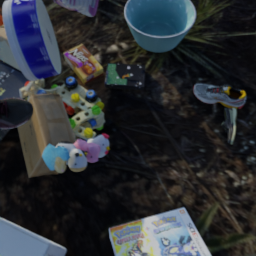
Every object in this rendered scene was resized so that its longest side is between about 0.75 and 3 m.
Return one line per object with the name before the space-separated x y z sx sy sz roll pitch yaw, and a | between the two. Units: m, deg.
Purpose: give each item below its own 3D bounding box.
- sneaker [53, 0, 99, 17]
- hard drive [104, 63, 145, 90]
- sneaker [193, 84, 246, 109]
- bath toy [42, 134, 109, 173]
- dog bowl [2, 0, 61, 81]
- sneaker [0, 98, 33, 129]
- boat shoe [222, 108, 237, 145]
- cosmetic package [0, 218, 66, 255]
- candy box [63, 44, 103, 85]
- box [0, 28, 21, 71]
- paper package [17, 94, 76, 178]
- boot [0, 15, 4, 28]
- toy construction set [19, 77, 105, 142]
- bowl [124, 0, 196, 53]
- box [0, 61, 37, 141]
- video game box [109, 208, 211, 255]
sneaker | -1.639 -3.571 7.208 1.060 2.398 0.964 17 99 13
hard drive | -0.099 -1.861 10.167 1.417 0.268 0.990 4 63 1
sneaker | 3.133 -1.223 9.580 1.803 0.741 0.702 13 64 7
bath toy | -0.950 0.496 6.066 0.658 1.781 0.775 -47 74 25
dog bowl | -2.020 -1.917 6.075 0.665 1.689 1.689 -13 64 -2
sneaker | -3.283 -0.334 6.398 1.975 1.141 0.747 -7 87 -3
boat shoe | 3.294 -0.076 9.183 0.442 0.480 1.344 7 62 14
cosmetic package | -2.883 3.497 6.568 1.821 1.832 2.189 20 64 11
candy box | -1.649 -2.366 10.345 0.846 0.409 1.450 -32 69 -15
box | -3.792 -2.699 9.878 2.239 0.870 1.063 28 31 16
paper package | -2.428 0.251 8.210 0.958 1.766 1.852 -3 58 -39
boot | -5.604 -4.187 11.106 1.336 0.717 0.501 -25 67 -10
toy construction set | -1.946 -0.628 9.028 2.945 1.357 1.931 40 67 6
bowl | 1.133 -3.872 10.584 2.556 1.337 2.556 0 64 0
box | -4.697 -0.874 9.397 2.272 0.735 2.881 26 66 11
video game box | 0.827 3.157 6.949 2.228 0.521 2.029 -12 35 -13
